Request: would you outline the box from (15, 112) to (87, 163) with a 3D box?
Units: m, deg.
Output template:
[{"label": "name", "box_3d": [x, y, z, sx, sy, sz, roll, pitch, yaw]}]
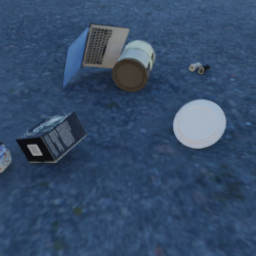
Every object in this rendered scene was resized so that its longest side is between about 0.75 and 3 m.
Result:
[{"label": "box", "box_3d": [-2.612, 0.327, 9.571, 1.635, 1.013, 1.607, -7, 26, 40]}]

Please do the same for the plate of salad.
[{"label": "plate of salad", "box_3d": [2.672, -0.135, 10.563, 1.934, 0.464, 1.934, -9, 67, 22]}]

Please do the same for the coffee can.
[{"label": "coffee can", "box_3d": [0.317, -3.082, 13.810, 1.704, 1.704, 2.329, 8, 39, 10]}]

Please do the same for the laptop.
[{"label": "laptop", "box_3d": [-1.583, -3.294, 13.375, 2.980, 2.790, 1.727, 0, 61, -19]}]

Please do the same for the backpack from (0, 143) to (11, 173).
[{"label": "backpack", "box_3d": [-4.410, 1.054, 9.176, 0.843, 1.095, 1.043, 22, 51, 14]}]

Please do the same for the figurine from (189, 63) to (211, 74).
[{"label": "figurine", "box_3d": [3.904, -3.286, 15.195, 0.923, 0.397, 0.900, 26, 39, 33]}]
